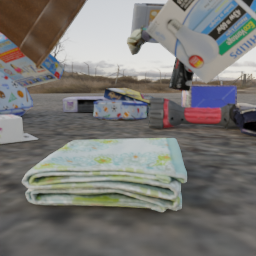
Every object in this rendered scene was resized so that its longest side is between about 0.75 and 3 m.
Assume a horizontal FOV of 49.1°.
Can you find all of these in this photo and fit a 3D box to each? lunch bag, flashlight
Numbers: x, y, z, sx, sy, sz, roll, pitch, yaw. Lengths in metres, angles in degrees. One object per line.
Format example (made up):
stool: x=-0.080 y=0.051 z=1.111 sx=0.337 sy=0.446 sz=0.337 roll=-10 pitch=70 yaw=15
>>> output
lunch bag: x=-0.315 y=-0.727 z=10.909 sx=1.962 sy=0.741 sz=1.572 roll=7 pitch=9 yaw=34
flashlight: x=2.001 y=-0.409 z=8.171 sx=2.806 sy=0.954 sz=0.950 roll=2 pitch=33 yaw=7
lunch bag: x=-4.841 y=-1.210 z=10.403 sx=0.961 sy=2.038 sz=2.544 roll=-29 pitch=-1 yaw=23

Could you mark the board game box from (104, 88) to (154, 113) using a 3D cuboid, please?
board game box: x=0.498 y=-1.244 z=12.820 sx=2.677 sy=0.463 sz=1.814 roll=22 pitch=18 yaw=25

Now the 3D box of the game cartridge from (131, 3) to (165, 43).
game cartridge: x=1.228 y=-4.008 z=10.802 sx=2.169 sy=1.444 sz=0.450 roll=-3 pitch=37 yaw=-11

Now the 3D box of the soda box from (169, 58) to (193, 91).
soda box: x=1.683 y=-1.889 z=8.327 sx=0.487 sy=1.538 sz=0.544 roll=10 pitch=6 yaw=-14

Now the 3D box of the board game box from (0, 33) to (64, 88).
board game box: x=-3.156 y=-1.995 z=8.220 sx=1.824 sy=0.510 sz=1.786 roll=-4 pitch=-31 yaw=35

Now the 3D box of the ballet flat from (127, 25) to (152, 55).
ballet flat: x=0.265 y=-2.814 z=8.936 sx=0.575 sy=0.575 sz=1.599 roll=-4 pitch=-7 yaw=-22

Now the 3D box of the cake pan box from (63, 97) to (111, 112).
cake pan box: x=-1.853 y=-1.228 z=14.276 sx=2.507 sy=0.712 sz=2.722 roll=-2 pitch=8 yaw=-3

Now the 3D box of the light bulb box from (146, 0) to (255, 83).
light bulb box: x=1.979 y=-2.606 z=6.742 sx=1.343 sy=2.152 sz=2.133 roll=-56 pitch=8 yaw=-32

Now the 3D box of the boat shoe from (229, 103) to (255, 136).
boat shoe: x=3.757 y=-0.098 z=7.232 sx=2.093 sy=0.781 sz=0.970 roll=4 pitch=29 yaw=3

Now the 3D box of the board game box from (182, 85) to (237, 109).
board game box: x=3.904 y=-1.479 z=13.933 sx=2.097 sy=1.274 sz=2.630 roll=0 pitch=9 yaw=3

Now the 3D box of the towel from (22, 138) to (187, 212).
towel: x=-0.166 y=0.473 z=3.708 sx=1.720 sy=0.484 sz=2.010 roll=2 pitch=8 yaw=6

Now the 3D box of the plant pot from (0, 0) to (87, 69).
plant pot: x=-2.380 y=-2.969 z=6.347 sx=2.267 sy=2.290 sz=2.290 roll=35 pitch=-6 yaw=-23

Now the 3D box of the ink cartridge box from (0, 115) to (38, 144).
ink cartridge box: x=-3.016 y=0.029 z=6.349 sx=1.677 sy=0.569 sz=0.965 roll=-6 pitch=11 yaw=-36
